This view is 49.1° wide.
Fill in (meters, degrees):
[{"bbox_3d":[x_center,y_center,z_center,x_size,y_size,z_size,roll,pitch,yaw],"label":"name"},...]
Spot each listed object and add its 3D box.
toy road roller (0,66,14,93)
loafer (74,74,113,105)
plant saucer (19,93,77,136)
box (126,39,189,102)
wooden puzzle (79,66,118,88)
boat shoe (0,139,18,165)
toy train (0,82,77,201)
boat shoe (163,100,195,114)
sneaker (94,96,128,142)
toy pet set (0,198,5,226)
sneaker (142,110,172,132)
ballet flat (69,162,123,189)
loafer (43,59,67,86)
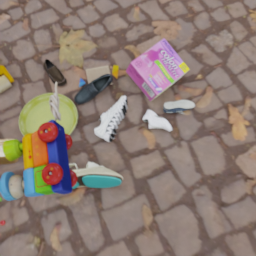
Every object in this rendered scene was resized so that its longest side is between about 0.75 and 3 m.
[{"bbox_3d":[-5.893,-2.359,12.198,1.068,1.268,1.738,-37,107,-16],"label":"toy road roller"},{"bbox_3d":[-1.478,-1.658,11.779,1.902,0.668,0.646,-36,93,-3],"label":"loafer"},{"bbox_3d":[-3.231,-0.326,11.475,2.362,0.367,2.362,0,65,-1],"label":"plant saucer"},{"bbox_3d":[1.236,-2.432,11.866,1.952,0.944,1.717,-38,89,-17],"label":"box"},{"bbox_3d":[-1.282,-2.259,12.483,1.807,0.211,1.219,-5,61,-3],"label":"wooden puzzle"},{"bbox_3d":[-5.595,0.852,10.621,2.821,1.040,0.976,0,62,-10],"label":"boat shoe"},{"bbox_3d":[-2.302,0.327,6.849,1.602,1.172,2.769,-14,71,5],"label":"toy train"},{"bbox_3d":[2.110,-0.835,11.672,1.326,0.410,0.497,-8,49,-13],"label":"boat shoe"},{"bbox_3d":[-0.658,-0.479,11.369,0.858,0.795,2.117,19,65,18],"label":"sneaker"},{"bbox_3d":[-5.147,2.883,9.766,1.288,0.733,1.380,-19,66,-9],"label":"toy pet set"},{"bbox_3d":[1.153,-0.141,11.369,1.327,0.517,0.659,33,76,24],"label":"sneaker"},{"bbox_3d":[-1.703,1.708,10.233,2.995,1.040,1.040,-6,65,-3],"label":"ballet flat"},{"bbox_3d":[-3.303,-2.449,12.360,0.566,0.553,1.551,-39,71,-16],"label":"loafer"}]
